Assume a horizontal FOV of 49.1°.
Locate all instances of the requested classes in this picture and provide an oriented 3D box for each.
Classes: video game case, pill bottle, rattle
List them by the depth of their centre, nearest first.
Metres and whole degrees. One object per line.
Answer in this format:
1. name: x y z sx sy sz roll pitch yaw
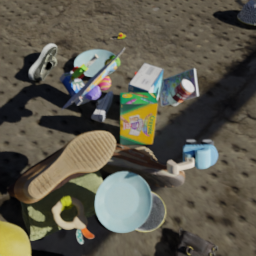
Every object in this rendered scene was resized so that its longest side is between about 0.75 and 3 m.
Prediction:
1. rattle: -1.519 2.556 7.737 1.319 0.942 0.859 45 51 0
2. pill bottle: 1.912 -1.270 10.346 0.559 0.978 0.559 18 50 -23
3. video game case: 1.975 -1.580 11.126 1.596 0.144 1.143 -15 70 37

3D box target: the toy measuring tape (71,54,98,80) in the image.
1. toy measuring tape: -1.732 -2.266 10.725 1.450 0.533 0.533 -34 43 28

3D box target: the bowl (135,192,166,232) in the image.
1. bowl: 0.467 2.587 8.379 1.267 0.595 1.267 0 49 0

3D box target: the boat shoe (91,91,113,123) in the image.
1. boat shoe: -1.045 -0.938 11.392 0.525 0.591 1.607 15 50 7

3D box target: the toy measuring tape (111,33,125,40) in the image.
1. toy measuring tape: -0.543 -4.898 14.959 0.814 0.299 0.299 -7 50 -5

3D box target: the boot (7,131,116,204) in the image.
1. boot: -1.930 1.033 7.852 2.854 2.374 1.033 -32 98 -33

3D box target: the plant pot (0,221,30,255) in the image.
1. plant pot: -3.852 3.169 6.723 2.354 1.671 2.354 -13 46 14

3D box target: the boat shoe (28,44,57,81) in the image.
1. boat shoe: -3.751 -3.016 13.084 0.728 0.808 2.286 14 58 12

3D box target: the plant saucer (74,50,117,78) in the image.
1. plant saucer: -1.480 -2.936 13.219 2.092 0.403 2.092 0 50 0

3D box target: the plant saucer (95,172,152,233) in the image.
1. plant saucer: -0.138 1.938 7.411 1.563 0.301 1.563 1 85 -16

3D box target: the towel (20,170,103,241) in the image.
1. towel: -1.993 2.158 8.821 2.700 0.493 2.003 -20 51 -15

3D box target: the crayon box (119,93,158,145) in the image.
1. crayon box: 0.311 -0.275 9.780 1.216 2.047 0.596 -1 46 -3

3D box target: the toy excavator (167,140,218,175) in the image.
1. toy excavator: 1.679 0.805 7.279 1.356 0.696 1.394 -2 12 7

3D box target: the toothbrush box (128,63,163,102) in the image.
1. toothbrush box: 0.618 -1.252 10.776 0.817 1.916 1.403 23 52 14

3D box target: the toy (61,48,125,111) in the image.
1. toy: -0.968 -1.473 9.237 0.624 1.522 2.643 43 52 -17

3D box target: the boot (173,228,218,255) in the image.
1. boot: 1.868 3.768 7.309 2.014 0.697 1.754 30 56 26

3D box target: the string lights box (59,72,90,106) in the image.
1. string lights box: -2.121 -1.618 11.432 0.694 0.398 1.350 -29 82 -48

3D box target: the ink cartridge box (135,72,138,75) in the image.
1. ink cartridge box: 0.895 -2.413 12.878 1.059 0.302 0.861 -2 50 -8

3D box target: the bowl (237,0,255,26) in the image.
1. bowl: 7.512 -6.748 15.787 2.392 1.123 2.392 -2 41 2

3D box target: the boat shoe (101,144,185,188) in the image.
1. boat shoe: 0.427 1.090 8.973 2.898 1.097 1.040 13 59 19
